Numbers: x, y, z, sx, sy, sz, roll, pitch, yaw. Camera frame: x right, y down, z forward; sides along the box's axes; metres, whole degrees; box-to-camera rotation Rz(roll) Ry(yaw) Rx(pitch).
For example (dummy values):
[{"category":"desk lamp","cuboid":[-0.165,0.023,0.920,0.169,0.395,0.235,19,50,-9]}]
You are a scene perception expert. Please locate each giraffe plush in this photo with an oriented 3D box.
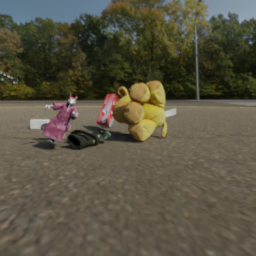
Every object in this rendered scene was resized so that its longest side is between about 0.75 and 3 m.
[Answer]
[{"category":"giraffe plush","cuboid":[0.338,-0.833,12.402,2.392,2.545,2.950,12,3,40]}]

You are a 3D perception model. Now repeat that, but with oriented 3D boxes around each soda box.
[{"category":"soda box","cuboid":[-1.047,-0.907,15.046,0.642,1.834,0.581,0,-29,34]}]

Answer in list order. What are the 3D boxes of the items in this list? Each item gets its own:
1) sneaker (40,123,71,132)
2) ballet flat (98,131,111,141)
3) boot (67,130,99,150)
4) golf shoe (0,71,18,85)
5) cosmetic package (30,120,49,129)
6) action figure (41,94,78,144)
[{"category":"sneaker","cuboid":[-3.000,-0.098,11.506,1.216,0.458,0.477,-4,-26,-3]},{"category":"ballet flat","cuboid":[-1.021,0.337,11.295,0.385,0.388,1.133,44,-12,-9]},{"category":"boot","cuboid":[-1.935,0.418,10.443,1.478,0.556,1.105,5,9,35]},{"category":"golf shoe","cuboid":[-4.948,-1.971,11.327,0.981,0.379,0.432,24,-13,-13]},{"category":"cosmetic package","cuboid":[-5.024,-0.209,15.965,1.021,0.518,0.364,1,6,6]},{"category":"action figure","cuboid":[-2.228,-0.321,9.909,1.218,1.818,1.354,31,-1,15]}]
